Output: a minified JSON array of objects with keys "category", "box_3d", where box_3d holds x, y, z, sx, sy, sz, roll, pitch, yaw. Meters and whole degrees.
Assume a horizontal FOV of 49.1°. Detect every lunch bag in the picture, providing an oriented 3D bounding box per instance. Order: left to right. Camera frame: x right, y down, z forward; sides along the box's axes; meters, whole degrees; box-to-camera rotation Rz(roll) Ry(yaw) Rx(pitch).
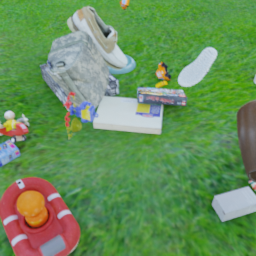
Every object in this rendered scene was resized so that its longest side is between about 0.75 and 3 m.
[{"category":"lunch bag","box_3d":[-1.361,-1.493,7.691,1.264,1.814,1.521,-14,50,14]}]

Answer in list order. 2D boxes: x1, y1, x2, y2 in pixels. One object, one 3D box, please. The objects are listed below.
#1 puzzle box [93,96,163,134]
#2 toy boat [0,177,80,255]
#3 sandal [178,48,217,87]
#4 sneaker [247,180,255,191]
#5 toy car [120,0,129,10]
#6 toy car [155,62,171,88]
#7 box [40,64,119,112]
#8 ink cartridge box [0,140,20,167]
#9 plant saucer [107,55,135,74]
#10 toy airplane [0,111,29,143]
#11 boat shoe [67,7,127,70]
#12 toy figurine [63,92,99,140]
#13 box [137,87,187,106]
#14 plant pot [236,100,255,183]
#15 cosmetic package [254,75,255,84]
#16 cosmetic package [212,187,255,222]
[{"category":"puzzle box","box_3d":[0.064,-0.508,10.628,2.492,0.317,1.658,6,42,6]},{"category":"toy boat","box_3d":[-2.268,2.083,6.836,1.545,1.548,2.368,-26,48,-26]},{"category":"sandal","box_3d":[1.868,-1.536,7.401,1.303,0.320,0.530,-45,70,-1]},{"category":"sneaker","box_3d":[4.171,1.589,8.318,1.259,0.443,0.589,-16,66,-23]},{"category":"toy car","box_3d":[-0.096,-5.385,11.427,0.335,1.006,0.493,11,10,-23]},{"category":"toy car","box_3d":[1.350,-2.274,12.055,0.610,0.899,1.833,-21,12,24]},{"category":"box","box_3d":[-2.136,-2.093,12.066,2.327,0.734,2.950,-24,47,-24]},{"category":"ink cartridge box","box_3d":[-4.086,0.865,9.104,0.618,0.346,0.906,34,54,32]},{"category":"plant saucer","box_3d":[-0.518,-3.181,13.660,1.764,0.242,1.764,0,41,0]},{"category":"toy airplane","box_3d":[-4.119,-0.095,9.579,1.391,0.986,1.397,3,11,-18]},{"category":"boat shoe","box_3d":[-0.732,-2.733,8.799,0.827,2.417,0.903,-30,48,26]},{"category":"toy figurine","box_3d":[-0.919,-0.199,5.788,0.617,1.029,0.543,8,39,7]},{"category":"box","box_3d":[1.289,-1.252,11.034,1.862,0.351,1.271,4,19,0]},{"category":"plant pot","box_3d":[2.872,0.373,5.733,1.363,1.363,1.458,12,59,13]},{"category":"cosmetic package","box_3d":[7.183,-2.454,12.249,2.939,1.088,1.494,-18,45,-21]},{"category":"cosmetic package","box_3d":[2.938,2.077,7.663,1.109,0.500,0.592,-13,43,-9]}]
